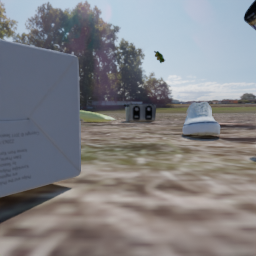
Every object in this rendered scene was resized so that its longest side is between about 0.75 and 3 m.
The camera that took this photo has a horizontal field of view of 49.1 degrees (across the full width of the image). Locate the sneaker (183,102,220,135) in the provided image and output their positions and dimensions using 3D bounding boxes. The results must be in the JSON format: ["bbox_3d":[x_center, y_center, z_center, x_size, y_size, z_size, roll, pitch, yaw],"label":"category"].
[{"bbox_3d":[1.486,-0.212,5.933,0.709,0.687,1.942,0,4,5],"label":"sneaker"}]

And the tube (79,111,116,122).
[{"bbox_3d":[-1.463,-0.463,12.116,1.865,0.484,0.541,8,46,32],"label":"tube"}]

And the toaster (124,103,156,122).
[{"bbox_3d":[0.510,-0.704,12.790,1.228,0.806,1.358,-1,4,-10],"label":"toaster"}]

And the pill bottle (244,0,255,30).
[{"bbox_3d":[3.079,-1.970,5.383,1.505,0.842,0.842,37,-1,-7],"label":"pill bottle"}]

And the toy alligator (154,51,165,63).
[{"bbox_3d":[1.338,-3.146,12.104,0.340,0.247,1.026,14,38,-31],"label":"toy alligator"}]

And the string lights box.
[{"bbox_3d":[-1.948,-0.068,2.127,2.938,0.866,1.510,2,4,34],"label":"string lights box"}]
